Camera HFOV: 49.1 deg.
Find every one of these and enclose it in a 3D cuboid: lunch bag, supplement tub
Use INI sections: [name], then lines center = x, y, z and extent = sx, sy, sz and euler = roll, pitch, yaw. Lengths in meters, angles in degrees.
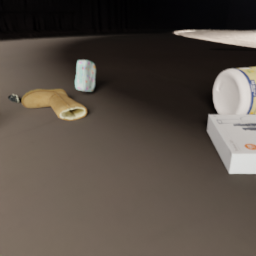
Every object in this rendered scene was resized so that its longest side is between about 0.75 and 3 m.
[lunch bag]
center = -1.973, -2.391, 12.805
extent = 0.551, 1.431, 1.147
euler = 6, 5, 20
[supplement tub]
center = 4.774, -1.318, 10.477
extent = 2.657, 1.918, 1.918
euler = -8, 26, -17

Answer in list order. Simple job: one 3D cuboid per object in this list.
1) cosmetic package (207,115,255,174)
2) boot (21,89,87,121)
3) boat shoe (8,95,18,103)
[cosmetic package]
center = 3.636, 0.378, 8.270
extent = 2.022, 0.693, 2.682
euler = -2, 24, 3
[boot]
center = -2.974, -0.904, 11.046
extent = 1.986, 0.750, 2.268
euler = -18, 33, -25
[boat shoe]
center = -5.088, -1.286, 12.344
extent = 0.311, 0.350, 0.937
euler = -17, 28, -31
